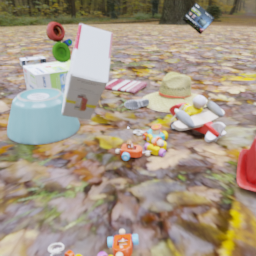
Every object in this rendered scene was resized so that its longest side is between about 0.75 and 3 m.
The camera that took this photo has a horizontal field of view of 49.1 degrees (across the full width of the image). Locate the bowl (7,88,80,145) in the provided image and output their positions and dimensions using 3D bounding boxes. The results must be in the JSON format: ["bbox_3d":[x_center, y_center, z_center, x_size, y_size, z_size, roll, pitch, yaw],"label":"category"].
[{"bbox_3d":[-2.819,-0.538,9.220,2.382,1.246,2.382,1,25,-1],"label":"bowl"}]

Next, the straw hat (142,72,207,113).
[{"bbox_3d":[1.975,-1.670,11.670,2.871,1.215,2.871,0,26,0],"label":"straw hat"}]

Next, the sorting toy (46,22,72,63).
[{"bbox_3d":[-2.571,-3.060,10.231,0.606,1.476,0.887,-4,7,45],"label":"sorting toy"}]

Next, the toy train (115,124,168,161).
[{"bbox_3d":[0.470,0.324,8.224,1.397,0.517,1.860,7,26,13],"label":"toy train"}]

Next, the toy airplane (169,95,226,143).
[{"bbox_3d":[2.228,-0.349,8.731,1.830,1.297,1.838,5,23,4],"label":"toy airplane"}]

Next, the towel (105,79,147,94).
[{"bbox_3d":[-0.189,-2.021,13.613,1.891,0.215,1.362,11,30,27],"label":"towel"}]

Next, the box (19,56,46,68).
[{"bbox_3d":[-6.142,-4.261,18.064,1.532,0.461,0.894,-13,28,-27],"label":"box"}]

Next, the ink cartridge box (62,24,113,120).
[{"bbox_3d":[-0.944,-1.131,6.162,0.734,1.760,1.277,10,65,-16],"label":"ink cartridge box"}]

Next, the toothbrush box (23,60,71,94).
[{"bbox_3d":[-3.130,-2.304,13.015,2.818,1.213,2.052,-16,29,-28],"label":"toothbrush box"}]

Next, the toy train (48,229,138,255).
[{"bbox_3d":[-0.553,2.156,4.507,1.531,0.426,1.150,-7,9,-2],"label":"toy train"}]

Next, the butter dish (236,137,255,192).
[{"bbox_3d":[3.646,0.630,6.477,1.952,1.443,1.947,10,26,20],"label":"butter dish"}]

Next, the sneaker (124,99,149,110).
[{"bbox_3d":[0.317,-0.950,11.244,1.030,0.385,0.422,-7,8,-22],"label":"sneaker"}]

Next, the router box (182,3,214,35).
[{"bbox_3d":[2.973,-4.622,11.866,1.060,0.794,0.329,41,-5,2],"label":"router box"}]
